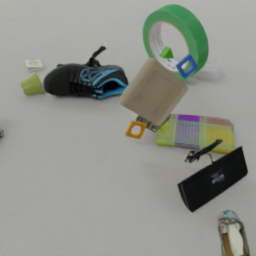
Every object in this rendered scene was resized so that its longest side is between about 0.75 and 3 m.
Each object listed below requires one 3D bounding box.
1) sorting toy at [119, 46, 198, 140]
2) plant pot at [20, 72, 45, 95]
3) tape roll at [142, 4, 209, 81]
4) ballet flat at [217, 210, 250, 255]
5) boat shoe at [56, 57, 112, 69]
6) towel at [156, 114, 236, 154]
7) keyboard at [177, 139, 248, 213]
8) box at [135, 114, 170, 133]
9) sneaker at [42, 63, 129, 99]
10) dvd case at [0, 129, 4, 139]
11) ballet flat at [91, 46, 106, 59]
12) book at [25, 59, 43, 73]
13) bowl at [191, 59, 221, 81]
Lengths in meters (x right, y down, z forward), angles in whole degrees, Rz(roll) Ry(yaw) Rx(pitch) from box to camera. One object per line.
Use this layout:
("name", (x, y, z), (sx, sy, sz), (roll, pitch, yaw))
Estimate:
("sorting toy", (0.622, -0.872, 7.046), (1.440, 2.558, 0.348), (29, 14, -33))
("plant pot", (-3.453, -1.515, 10.042), (0.694, 0.755, 0.755), (-23, 41, -12))
("tape roll", (1.676, -3.083, 10.358), (0.651, 2.708, 2.708), (-37, 49, -24))
("ballet flat", (1.767, 2.078, 4.563), (0.506, 1.407, 0.506), (-13, -2, 0))
("boat shoe", (-1.476, -2.262, 10.760), (2.701, 0.896, 1.010), (-10, 31, -18))
("towel", (1.982, 0.139, 8.117), (2.200, 0.250, 1.580), (6, 37, 10))
("keyboard", (1.903, 0.907, 6.319), (2.032, 1.291, 0.209), (-23, 13, -27))
("box", (0.677, -0.267, 7.911), (0.690, 0.862, 0.191), (27, 55, -10))
("sneaker", (-1.428, -1.576, 9.724), (2.994, 1.096, 1.226), (-10, 38, -13))
("dvd case", (-4.590, 0.651, 7.217), (1.730, 0.261, 2.369), (3, 31, 5))
("ballet flat", (-1.180, -2.918, 10.989), (0.235, 0.827, 0.275), (17, 56, -41))
("book", (-4.034, -2.683, 12.009), (0.641, 0.230, 0.959), (-12, 36, -20))
("bowl", (3.143, -2.452, 11.455), (1.278, 0.478, 1.279), (15, 40, 21))
